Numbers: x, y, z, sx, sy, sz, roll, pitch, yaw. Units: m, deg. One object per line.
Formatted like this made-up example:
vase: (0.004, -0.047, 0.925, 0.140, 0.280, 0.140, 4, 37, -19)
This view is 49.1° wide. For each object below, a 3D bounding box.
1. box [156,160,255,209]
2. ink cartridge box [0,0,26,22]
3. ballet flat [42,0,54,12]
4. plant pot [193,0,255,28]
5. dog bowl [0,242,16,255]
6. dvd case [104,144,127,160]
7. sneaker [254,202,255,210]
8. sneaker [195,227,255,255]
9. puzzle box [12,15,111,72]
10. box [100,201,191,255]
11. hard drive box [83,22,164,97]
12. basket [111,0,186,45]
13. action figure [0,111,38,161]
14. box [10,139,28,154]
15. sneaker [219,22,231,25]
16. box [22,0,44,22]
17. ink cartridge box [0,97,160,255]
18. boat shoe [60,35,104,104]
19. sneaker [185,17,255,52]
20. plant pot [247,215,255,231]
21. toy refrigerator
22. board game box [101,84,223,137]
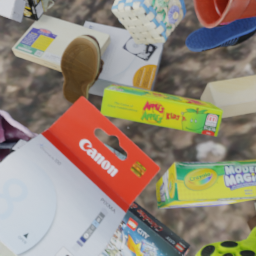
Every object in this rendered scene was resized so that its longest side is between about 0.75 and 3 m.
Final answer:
box: (1.547, 1.145, 5.452, 1.682, 2.867, 0.694, -2, 69, -2)
ink cartridge box: (-2.606, -2.460, 5.355, 1.061, 0.767, 0.447, 19, 103, -12)
ballet flat: (-2.314, -3.851, 8.357, 0.312, 0.338, 1.001, 31, 72, -12)
plant pot: (2.933, -3.523, 6.550, 2.111, 2.170, 2.170, -6, 68, -9)
dog bowl: (-3.366, 2.441, 6.981, 2.616, 1.030, 2.616, 0, 68, 0)
dvd case: (-0.516, 0.902, 8.111, 0.827, 0.091, 0.603, 32, 71, 11)
sneaker: (4.430, 1.154, 7.571, 1.564, 1.094, 2.708, 14, 75, 2)
sneaker: (1.502, 1.824, 3.533, 1.876, 0.695, 0.784, 0, 101, -35)
puzzle box: (-1.883, -2.365, 8.009, 2.366, 0.301, 1.574, 22, 65, 14)
box: (-0.019, 2.128, 5.283, 2.009, 0.379, 1.372, 33, 111, 26)
hard drive box: (-0.361, -1.999, 8.789, 2.595, 0.997, 2.023, 13, 68, 5)
basket: (0.670, -3.299, 7.031, 1.481, 1.877, 2.129, 6, 70, 38)
action figure: (-3.076, -0.391, 5.712, 1.714, 1.542, 2.301, -28, 67, -2)
box: (-1.514, 1.039, 5.546, 1.464, 1.475, 0.366, 20, 43, 10)
sneaker: (3.617, -3.779, 9.808, 1.351, 0.644, 0.534, 15, 97, 28)
box: (-3.340, -3.827, 7.352, 1.994, 1.593, 0.492, 20, 69, 3)
ink cartridge box: (-0.653, 0.678, 3.345, 1.495, 0.441, 1.868, 43, 73, -1)
boat shoe: (-1.025, -1.421, 6.624, 0.858, 2.377, 0.856, 26, 61, 0)
sneaker: (3.128, -2.994, 9.356, 2.320, 0.904, 0.814, -13, 77, 18)
plant pot: (3.455, 2.632, 7.148, 0.726, 0.726, 0.777, -30, 57, -11)
toy refrigerator: (3.605, -1.009, 8.404, 2.566, 0.974, 0.898, -10, 68, -3)
board game box: (0.697, -0.436, 6.199, 2.403, 1.221, 0.572, 11, 103, 1)
